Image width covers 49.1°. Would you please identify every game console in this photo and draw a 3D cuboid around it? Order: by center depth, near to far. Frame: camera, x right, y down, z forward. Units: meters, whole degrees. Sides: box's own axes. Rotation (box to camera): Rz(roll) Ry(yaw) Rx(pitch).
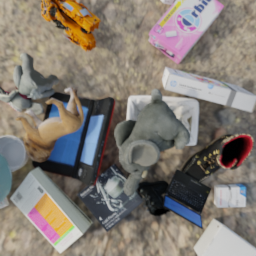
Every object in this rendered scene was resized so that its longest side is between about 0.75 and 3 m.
[{"bbox_3d":[-1.851,0.234,9.179,1.676,2.434,2.824,16,83,-25],"label":"game console"}]

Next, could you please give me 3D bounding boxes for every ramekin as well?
[{"bbox_3d":[-4.004,0.889,9.556,1.244,0.653,1.244,0,83,-1],"label":"ramekin"}]

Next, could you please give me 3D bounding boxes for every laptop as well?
[{"bbox_3d":[1.874,2.145,8.683,1.318,0.768,1.488,30,67,4],"label":"laptop"}]

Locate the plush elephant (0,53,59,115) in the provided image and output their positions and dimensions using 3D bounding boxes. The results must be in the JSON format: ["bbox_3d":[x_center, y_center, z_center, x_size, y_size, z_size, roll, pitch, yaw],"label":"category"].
[{"bbox_3d":[-3.392,-1.251,9.458,1.433,1.524,1.851,-35,39,26],"label":"plush elephant"}]

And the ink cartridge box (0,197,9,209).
[{"bbox_3d":[-4.530,2.518,9.505,0.758,0.317,0.547,-25,77,-1],"label":"ink cartridge box"}]

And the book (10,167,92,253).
[{"bbox_3d":[-2.582,2.717,9.058,2.493,0.599,1.666,46,118,5],"label":"book"}]

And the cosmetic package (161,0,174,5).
[{"bbox_3d":[1.505,-5.088,9.883,0.452,1.222,0.621,-1,47,-25],"label":"cosmetic package"}]

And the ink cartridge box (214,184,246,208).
[{"bbox_3d":[3.426,2.292,9.464,0.950,0.400,0.687,-1,94,0],"label":"ink cartridge box"}]

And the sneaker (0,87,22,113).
[{"bbox_3d":[-4.106,-1.107,9.903,1.232,0.455,0.539,42,85,0],"label":"sneaker"}]

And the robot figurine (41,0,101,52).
[{"bbox_3d":[-2.061,-3.771,9.498,2.453,1.778,0.714,38,57,9],"label":"robot figurine"}]

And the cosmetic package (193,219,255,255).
[{"bbox_3d":[3.509,4.220,8.970,2.413,1.024,1.299,37,86,5],"label":"cosmetic package"}]

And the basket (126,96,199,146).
[{"bbox_3d":[1.069,-0.199,9.289,2.223,1.371,1.507,3,87,1],"label":"basket"}]

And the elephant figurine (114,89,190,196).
[{"bbox_3d":[0.382,0.545,7.989,2.539,1.797,1.970,-37,83,0],"label":"elephant figurine"}]

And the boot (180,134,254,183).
[{"bbox_3d":[2.726,1.057,8.892,2.527,1.903,0.925,-37,86,-3],"label":"boot"}]

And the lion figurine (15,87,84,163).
[{"bbox_3d":[-2.300,-0.022,8.785,2.786,1.010,1.706,-25,108,20],"label":"lion figurine"}]

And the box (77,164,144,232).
[{"bbox_3d":[-0.561,2.245,9.232,1.550,0.961,1.524,-40,85,-4],"label":"box"}]

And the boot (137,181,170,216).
[{"bbox_3d":[0.997,2.240,8.956,1.377,1.128,0.510,8,119,-35],"label":"boot"}]

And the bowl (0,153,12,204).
[{"bbox_3d":[-4.662,1.508,8.581,2.718,1.422,2.718,10,112,27],"label":"bowl"}]

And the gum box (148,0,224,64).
[{"bbox_3d":[1.977,-3.646,9.985,1.433,0.835,2.525,39,85,3],"label":"gum box"}]

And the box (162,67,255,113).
[{"bbox_3d":[2.471,-1.302,9.056,2.670,2.082,0.550,14,108,1],"label":"box"}]
